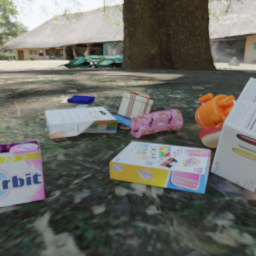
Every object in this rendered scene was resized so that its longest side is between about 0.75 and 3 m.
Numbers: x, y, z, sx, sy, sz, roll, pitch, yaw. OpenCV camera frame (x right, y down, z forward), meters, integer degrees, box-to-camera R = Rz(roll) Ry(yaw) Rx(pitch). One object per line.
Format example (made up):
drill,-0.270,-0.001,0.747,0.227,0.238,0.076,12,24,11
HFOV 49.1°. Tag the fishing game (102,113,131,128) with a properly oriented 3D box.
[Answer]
fishing game,-0.105,-0.208,10.842,1.916,0.298,1.372,13,12,-13

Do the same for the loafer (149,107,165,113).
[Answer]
loafer,1.221,-0.734,12.886,1.146,0.361,0.412,-10,18,-32

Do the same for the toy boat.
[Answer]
toy boat,2.776,-0.022,8.427,1.383,0.904,0.902,-24,-28,2

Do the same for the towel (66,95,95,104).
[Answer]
towel,-2.719,-1.600,16.183,1.392,0.345,1.028,6,23,21

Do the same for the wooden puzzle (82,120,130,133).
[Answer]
wooden puzzle,-1.322,-0.143,11.013,2.946,0.207,1.747,0,15,1

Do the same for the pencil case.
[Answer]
pencil case,1.006,-0.163,9.930,1.904,0.824,0.788,-9,13,-28

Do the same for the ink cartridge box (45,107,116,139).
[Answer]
ink cartridge box,-1.781,-0.250,10.160,2.269,0.569,1.840,-3,19,-20

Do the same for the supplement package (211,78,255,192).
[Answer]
supplement package,2.535,0.183,5.745,0.988,1.783,1.388,25,60,25

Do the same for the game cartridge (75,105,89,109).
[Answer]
game cartridge,-2.405,-1.051,14.464,0.532,0.161,0.798,7,16,11

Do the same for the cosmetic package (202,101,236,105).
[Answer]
cosmetic package,3.821,-0.634,11.587,1.385,0.851,1.380,2,16,9

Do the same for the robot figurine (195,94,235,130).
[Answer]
robot figurine,3.087,-0.493,9.910,1.272,1.031,1.768,25,-25,-13

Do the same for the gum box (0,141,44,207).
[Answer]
gum box,-2.671,0.941,5.442,1.904,1.080,0.629,-6,17,-22

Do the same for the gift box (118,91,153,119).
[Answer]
gift box,0.317,-0.905,11.389,1.068,1.081,1.157,19,6,23

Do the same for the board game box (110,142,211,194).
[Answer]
board game box,0.852,0.879,6.879,2.164,0.436,1.656,6,16,19
